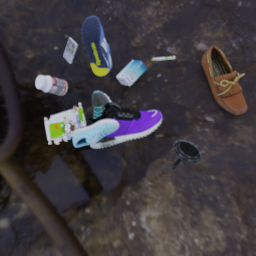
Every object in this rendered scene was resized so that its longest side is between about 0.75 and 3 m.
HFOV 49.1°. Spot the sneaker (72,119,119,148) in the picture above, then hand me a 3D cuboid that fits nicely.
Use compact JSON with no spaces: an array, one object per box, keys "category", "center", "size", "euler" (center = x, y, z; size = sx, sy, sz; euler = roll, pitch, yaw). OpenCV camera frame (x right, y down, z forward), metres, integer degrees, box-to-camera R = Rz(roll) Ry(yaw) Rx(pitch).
[{"category":"sneaker","center":[-1.008,0.258,8.738],"size":[1.591,0.588,0.652],"euler":[-20,48,18]}]

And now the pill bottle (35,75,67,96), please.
[{"category":"pill bottle","center":[-2.391,-1.330,8.750],"size":[0.518,0.893,0.518],"euler":[-5,82,37]}]

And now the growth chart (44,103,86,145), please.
[{"category":"growth chart","center":[-2.271,-0.103,10.157],"size":[1.603,0.142,1.160],"euler":[-21,81,1]}]

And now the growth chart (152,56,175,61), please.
[{"category":"growth chart","center":[1.277,-2.488,10.116],"size":[0.871,1.204,0.107],"euler":[-2,102,11]}]

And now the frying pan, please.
[{"category":"frying pan","center":[1.858,0.936,8.868],"size":[0.933,1.542,0.251],"euler":[22,51,26]}]

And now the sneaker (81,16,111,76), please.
[{"category":"sneaker","center":[-1.111,-2.961,10.226],"size":[0.784,0.872,2.119],"euler":[-7,102,18]}]

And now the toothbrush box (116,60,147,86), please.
[{"category":"toothbrush box","center":[0.124,-2.234,11.387],"size":[1.046,0.766,0.446],"euler":[-47,120,-11]}]

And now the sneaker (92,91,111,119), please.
[{"category":"sneaker","center":[-0.963,-0.344,10.213],"size":[0.767,0.901,1.976],"euler":[-8,105,23]}]

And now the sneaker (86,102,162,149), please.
[{"category":"sneaker","center":[-0.188,-0.292,9.399],"size":[2.683,0.933,1.334],"euler":[-19,115,-3]}]

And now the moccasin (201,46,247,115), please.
[{"category":"moccasin","center":[3.898,-1.911,11.172],"size":[1.094,1.154,2.990],"euler":[-12,70,-4]}]

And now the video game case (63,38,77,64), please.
[{"category":"video game case","center":[-2.085,-2.772,10.074],"size":[0.068,0.755,0.541],"euler":[-6,44,-44]}]
